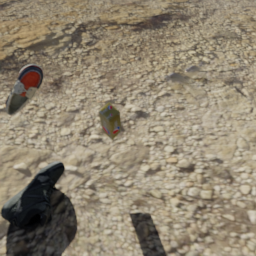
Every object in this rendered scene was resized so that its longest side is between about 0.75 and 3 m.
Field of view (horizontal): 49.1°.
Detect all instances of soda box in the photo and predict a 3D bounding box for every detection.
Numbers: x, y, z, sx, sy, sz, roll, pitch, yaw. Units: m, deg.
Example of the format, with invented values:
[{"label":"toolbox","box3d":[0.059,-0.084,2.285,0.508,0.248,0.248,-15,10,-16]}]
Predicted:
[{"label":"soda box","box3d":[-0.697,-0.218,11.142,0.588,1.836,0.622,-42,71,-17]}]

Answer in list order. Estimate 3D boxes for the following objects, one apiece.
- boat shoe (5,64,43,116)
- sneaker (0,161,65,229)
[{"label":"boat shoe","box3d":[-4.144,-1.458,11.080,0.910,2.558,0.800,29,39,-29]},{"label":"sneaker","box3d":[-3.086,2.557,10.437,1.638,1.093,2.859,24,50,23]}]
